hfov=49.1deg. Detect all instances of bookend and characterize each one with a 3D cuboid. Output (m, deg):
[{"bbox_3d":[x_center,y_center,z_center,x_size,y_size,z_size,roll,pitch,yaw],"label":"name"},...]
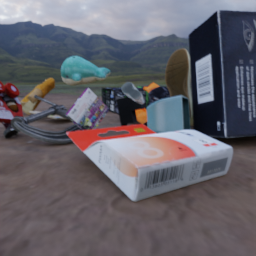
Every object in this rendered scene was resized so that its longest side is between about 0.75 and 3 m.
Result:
[{"bbox_3d":[0.164,-0.515,8.261,0.846,0.841,0.390,-10,4,25],"label":"bookend"}]

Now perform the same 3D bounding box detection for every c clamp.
[{"bbox_3d":[-2.179,-0.212,7.843,2.406,0.381,2.817,18,18,4],"label":"c clamp"}]

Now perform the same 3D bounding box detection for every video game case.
[{"bbox_3d":[-1.008,-0.396,7.089,0.824,0.909,0.163,45,-24,-28],"label":"video game case"}]

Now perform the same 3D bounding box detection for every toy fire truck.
[{"bbox_3d":[-3.331,-0.584,7.402,0.767,1.148,1.368,-34,-15,14],"label":"toy fire truck"}]

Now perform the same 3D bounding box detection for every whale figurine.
[{"bbox_3d":[-1.848,-2.453,11.822,2.092,1.086,1.665,6,33,20],"label":"whale figurine"}]

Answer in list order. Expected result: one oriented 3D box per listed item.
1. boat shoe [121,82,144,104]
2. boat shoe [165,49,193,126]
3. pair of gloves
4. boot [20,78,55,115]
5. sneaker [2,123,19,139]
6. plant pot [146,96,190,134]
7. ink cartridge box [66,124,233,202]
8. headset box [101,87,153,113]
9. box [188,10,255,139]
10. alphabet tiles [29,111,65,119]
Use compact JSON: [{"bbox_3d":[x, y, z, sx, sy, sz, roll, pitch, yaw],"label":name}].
[{"bbox_3d":[0.116,-0.875,7.095,0.326,0.284,0.885,-43,43,-3],"label":"boat shoe"},{"bbox_3d":[1.867,-1.340,9.277,0.934,2.590,0.841,-16,-21,39],"label":"boat shoe"},{"bbox_3d":[0.732,-0.867,10.090,2.291,0.283,2.041,-30,38,-22],"label":"pair of gloves"},{"bbox_3d":[-3.669,-1.298,11.525,1.340,0.658,1.871,-49,13,-34],"label":"boot"},{"bbox_3d":[-3.238,-0.014,7.465,0.517,0.338,0.895,44,0,-5],"label":"sneaker"},{"bbox_3d":[1.077,-0.287,7.631,1.039,1.017,1.020,-4,0,22],"label":"plant pot"},{"bbox_3d":[0.261,0.223,4.985,1.962,0.606,2.419,-7,27,-33],"label":"ink cartridge box"},{"bbox_3d":[0.088,-1.368,13.201,2.248,1.043,1.957,-5,12,-20],"label":"headset box"},{"bbox_3d":[3.221,-1.229,7.122,2.879,2.832,1.691,-3,0,-12],"label":"box"},{"bbox_3d":[-2.394,-0.483,10.550,1.669,0.075,1.997,12,10,38],"label":"alphabet tiles"}]
